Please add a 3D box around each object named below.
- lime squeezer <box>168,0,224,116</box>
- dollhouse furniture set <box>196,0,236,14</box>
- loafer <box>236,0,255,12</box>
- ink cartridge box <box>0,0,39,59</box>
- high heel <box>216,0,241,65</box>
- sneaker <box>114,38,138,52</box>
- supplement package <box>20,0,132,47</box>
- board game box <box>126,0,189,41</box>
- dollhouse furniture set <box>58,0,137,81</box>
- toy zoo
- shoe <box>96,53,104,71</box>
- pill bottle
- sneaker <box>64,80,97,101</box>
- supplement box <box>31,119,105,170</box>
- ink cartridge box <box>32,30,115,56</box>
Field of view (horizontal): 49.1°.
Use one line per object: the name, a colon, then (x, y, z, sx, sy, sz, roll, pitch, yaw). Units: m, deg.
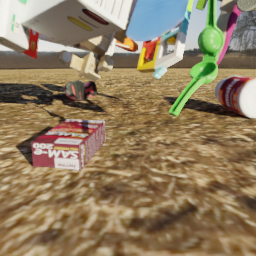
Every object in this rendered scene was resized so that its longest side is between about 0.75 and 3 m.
lime squeezer: (0.974, -1.063, 3.772, 0.713, 2.018, 0.381, 19, -5, -35)
dollhouse furniture set: (2.757, -3.117, 7.027, 1.936, 0.747, 0.967, 19, 28, 6)
loafer: (3.071, -2.980, 6.156, 1.412, 0.531, 0.492, -17, 6, 17)
ink cartridge box: (-2.410, -2.905, 6.734, 0.667, 2.143, 2.663, 9, 4, 7)
high heel: (3.049, -3.019, 8.414, 1.160, 2.413, 0.813, -1, 18, -34)
sneaker: (-0.289, -3.536, 10.513, 0.873, 0.923, 2.392, 12, 28, -39)
supplement package: (-0.999, -2.794, 5.660, 1.191, 1.673, 2.148, 20, -10, -41)
board game box: (0.784, -2.619, 6.294, 1.481, 1.875, 0.365, 1, -23, 38)
dollhouse furniture set: (-0.449, -2.874, 7.059, 1.453, 2.539, 2.977, 24, -20, -30)
toy zoo: (1.089, -2.724, 8.665, 0.267, 2.605, 1.709, 24, -19, -35)
shoe: (-1.192, -3.464, 13.042, 0.568, 1.624, 0.433, 5, 31, -7)
pill bottle: (4.096, -1.207, 10.195, 1.314, 1.314, 2.326, -2, 14, -7)
sneaker: (-2.467, -1.713, 13.368, 1.108, 0.941, 2.554, -6, 5, 20)
supplement box: (-1.185, 0.287, 6.031, 0.988, 0.553, 1.816, 2, 16, 9)
ink cartridge box: (-1.660, -3.605, 9.029, 2.729, 1.988, 1.157, 9, 17, -15)
